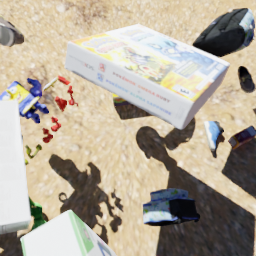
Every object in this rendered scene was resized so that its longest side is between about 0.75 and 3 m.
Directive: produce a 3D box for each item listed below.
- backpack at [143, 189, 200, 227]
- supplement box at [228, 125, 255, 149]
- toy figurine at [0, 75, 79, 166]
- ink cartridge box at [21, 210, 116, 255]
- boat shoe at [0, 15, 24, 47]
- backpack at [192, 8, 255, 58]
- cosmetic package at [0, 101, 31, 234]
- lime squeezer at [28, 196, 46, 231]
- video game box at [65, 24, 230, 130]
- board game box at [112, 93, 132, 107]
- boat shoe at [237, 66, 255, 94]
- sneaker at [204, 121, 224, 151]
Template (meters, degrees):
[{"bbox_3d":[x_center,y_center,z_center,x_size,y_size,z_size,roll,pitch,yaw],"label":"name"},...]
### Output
[{"bbox_3d":[0.850,1.734,6.125,1.040,0.952,0.764,-25,62,38],"label":"backpack"},{"bbox_3d":[3.474,0.274,8.467,0.759,0.419,0.325,-26,69,-11],"label":"supplement box"},{"bbox_3d":[-2.475,-0.330,6.415,1.426,1.256,2.381,29,73,25],"label":"toy figurine"},{"bbox_3d":[-0.564,2.331,4.075,0.856,1.957,1.422,-30,45,-7],"label":"ink cartridge box"},{"bbox_3d":[-3.055,-2.373,6.494,1.540,0.553,0.458,36,27,19],"label":"boat shoe"},{"bbox_3d":[2.448,-2.299,6.750,1.148,1.219,1.494,46,54,-28],"label":"backpack"},{"bbox_3d":[-2.080,0.547,4.324,0.862,0.529,2.089,-1,57,-27],"label":"cosmetic package"},{"bbox_3d":[-2.370,2.478,7.364,0.432,0.808,2.289,-17,97,-25],"label":"lime squeezer"},{"bbox_3d":[0.524,-1.203,5.407,2.344,0.602,2.573,27,35,18],"label":"video game box"},{"bbox_3d":[0.449,-1.731,9.258,2.146,0.609,1.774,-7,68,-3],"label":"board game box"},{"bbox_3d":[2.959,-1.228,7.056,0.334,0.276,0.928,-18,39,23],"label":"boat shoe"},{"bbox_3d":[2.672,0.215,8.519,0.539,0.372,0.969,-8,60,6],"label":"sneaker"}]
